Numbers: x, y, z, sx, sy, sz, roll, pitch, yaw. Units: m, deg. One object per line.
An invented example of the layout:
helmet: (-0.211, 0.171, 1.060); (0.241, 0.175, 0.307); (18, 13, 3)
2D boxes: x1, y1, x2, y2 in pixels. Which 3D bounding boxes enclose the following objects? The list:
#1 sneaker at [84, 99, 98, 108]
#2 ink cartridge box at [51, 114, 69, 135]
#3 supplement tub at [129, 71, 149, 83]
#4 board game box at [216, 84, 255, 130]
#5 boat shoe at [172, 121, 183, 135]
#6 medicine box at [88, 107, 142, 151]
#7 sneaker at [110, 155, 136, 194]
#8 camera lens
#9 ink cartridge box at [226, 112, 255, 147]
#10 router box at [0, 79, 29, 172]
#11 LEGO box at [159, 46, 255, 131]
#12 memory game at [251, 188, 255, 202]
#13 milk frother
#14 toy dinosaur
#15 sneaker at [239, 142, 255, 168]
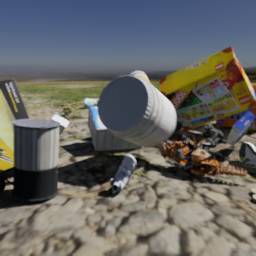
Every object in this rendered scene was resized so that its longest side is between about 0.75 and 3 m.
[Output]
sneaker: (-2.183, -1.620, 18.244); (1.011, 0.616, 1.549); (3, 14, 17)
ink cartridge box: (-2.859, -0.157, 11.494); (0.667, 0.391, 0.924); (33, 10, -10)
supplement tub: (0.443, -1.493, 10.435); (0.821, 0.821, 1.134); (-3, 43, -15)
board game box: (5.214, -0.997, 12.294); (1.845, 1.845, 1.846); (-7, 12, -40)
boat shoe: (1.582, 0.127, 10.691); (1.516, 0.551, 0.475); (-16, 25, -30)
medicine box: (-0.437, -0.023, 9.490); (1.649, 0.849, 1.502); (-1, 32, -17)
sneaker: (-0.115, 1.020, 6.055); (0.331, 0.880, 0.506); (26, 27, 15)
camera lens: (0.308, -0.377, 7.659); (1.614, 1.614, 2.018); (7, -10, 29)
ink cartridge box: (3.455, 0.071, 8.651); (0.304, 0.646, 1.375); (45, -8, 22)
router box: (-3.331, 0.014, 6.915); (1.707, 2.171, 0.567); (-22, 2, -38)
LEGO box: (2.983, -1.346, 10.682); (2.972, 2.213, 1.147); (-22, 41, 30)
memory game: (3.336, 1.458, 5.699); (1.588, 0.101, 1.588); (-1, 13, 0)
milk frother: (-2.342, 0.629, 5.781); (1.483, 1.546, 1.643); (12, 13, 41)
toy dinosaur: (1.891, 0.796, 7.266); (2.216, 1.132, 1.504); (39, 47, 25)
sneaker: (3.638, 0.864, 7.506); (0.693, 0.610, 1.639); (6, 17, -17)
